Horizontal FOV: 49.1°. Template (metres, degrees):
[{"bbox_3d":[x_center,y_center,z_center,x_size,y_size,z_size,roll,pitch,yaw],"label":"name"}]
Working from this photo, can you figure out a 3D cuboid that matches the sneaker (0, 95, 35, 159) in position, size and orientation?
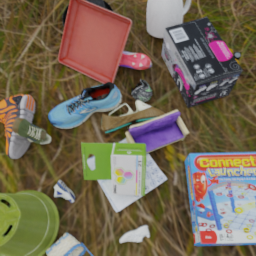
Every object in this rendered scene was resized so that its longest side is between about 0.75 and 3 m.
[{"bbox_3d":[-4.128,-0.044,9.884,1.309,0.906,2.336,-1,68,17],"label":"sneaker"}]

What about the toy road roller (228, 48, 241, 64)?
[{"bbox_3d":[3.983,-2.742,11.313,0.995,0.611,0.726,29,78,13],"label":"toy road roller"}]

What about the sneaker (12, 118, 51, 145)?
[{"bbox_3d":[-3.061,0.145,9.197,0.776,1.729,0.580,11,73,6],"label":"sneaker"}]

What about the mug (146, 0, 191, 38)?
[{"bbox_3d":[1.730,-5.001,11.595,2.046,1.794,1.510,-26,52,-15],"label":"mug"}]

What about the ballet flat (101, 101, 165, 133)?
[{"bbox_3d":[0.137,-0.490,10.007,2.354,0.798,0.851,-15,88,-2],"label":"ballet flat"}]

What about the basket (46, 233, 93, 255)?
[{"bbox_3d":[-1.592,3.686,7.840,1.102,0.869,1.250,-37,53,-14],"label":"basket"}]

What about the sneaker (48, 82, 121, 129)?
[{"bbox_3d":[-1.618,-0.954,9.982,2.764,1.243,1.083,-26,68,-6],"label":"sneaker"}]

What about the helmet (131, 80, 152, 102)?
[{"bbox_3d":[0.515,-1.326,10.467,0.802,0.802,0.765,-5,49,-2],"label":"helmet"}]

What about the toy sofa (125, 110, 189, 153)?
[{"bbox_3d":[0.979,0.223,9.500,2.030,0.991,0.841,-20,68,-14],"label":"toy sofa"}]

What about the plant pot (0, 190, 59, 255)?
[{"bbox_3d":[-3.220,2.598,7.694,2.132,2.025,2.132,-1,66,3],"label":"plant pot"}]

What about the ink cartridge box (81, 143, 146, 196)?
[{"bbox_3d":[-0.461,1.254,8.525,1.986,1.468,0.752,1,27,2],"label":"ink cartridge box"}]

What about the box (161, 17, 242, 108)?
[{"bbox_3d":[2.598,-2.457,10.595,1.847,1.603,2.795,-17,63,-7],"label":"box"}]

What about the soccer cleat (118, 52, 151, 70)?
[{"bbox_3d":[-0.128,-2.779,11.340,2.245,0.858,0.749,17,95,24],"label":"soccer cleat"}]

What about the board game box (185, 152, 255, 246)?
[{"bbox_3d":[3.332,2.163,8.701,2.770,0.774,2.713,-2,64,-1],"label":"board game box"}]

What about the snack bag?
[{"bbox_3d":[-0.091,1.408,9.399,1.995,0.226,2.116,-30,66,-14],"label":"snack bag"}]

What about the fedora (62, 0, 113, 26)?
[{"bbox_3d":[-1.684,-5.056,12.027,2.529,1.155,2.529,3,66,-7],"label":"fedora"}]

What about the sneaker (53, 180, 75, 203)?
[{"bbox_3d":[-2.099,2.109,8.948,0.469,0.328,0.813,-38,96,5],"label":"sneaker"}]

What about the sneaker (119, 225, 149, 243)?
[{"bbox_3d":[0.201,3.265,8.402,0.968,0.361,0.421,-20,70,-9],"label":"sneaker"}]

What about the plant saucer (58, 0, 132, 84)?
[{"bbox_3d":[-1.294,-3.312,10.831,2.624,2.619,0.482,28,28,13],"label":"plant saucer"}]
